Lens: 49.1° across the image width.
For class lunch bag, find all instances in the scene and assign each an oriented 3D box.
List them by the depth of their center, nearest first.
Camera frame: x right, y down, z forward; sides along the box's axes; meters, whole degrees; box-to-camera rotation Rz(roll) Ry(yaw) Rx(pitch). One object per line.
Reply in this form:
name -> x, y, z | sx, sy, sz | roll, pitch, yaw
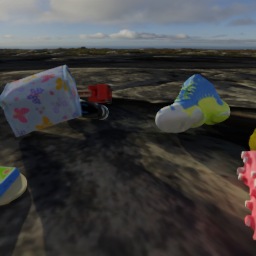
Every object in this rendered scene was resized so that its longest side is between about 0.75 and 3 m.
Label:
lunch bag -> -2.438, -0.913, 8.191 | 1.916, 1.437, 2.260 | -19, 30, -6

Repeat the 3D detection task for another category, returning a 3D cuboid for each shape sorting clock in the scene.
shape sorting clock -> -2.567, 1.000, 4.768 | 1.589, 0.312, 1.589 | 3, 14, -1

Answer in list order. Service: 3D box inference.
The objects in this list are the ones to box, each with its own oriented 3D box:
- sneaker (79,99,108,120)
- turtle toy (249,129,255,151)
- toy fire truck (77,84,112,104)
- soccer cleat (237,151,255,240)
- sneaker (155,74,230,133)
sneaker -> -1.580, -0.657, 8.985 | 1.737, 0.635, 0.972 | 6, -2, 15
turtle toy -> 3.472, -0.118, 5.791 | 1.835, 1.273, 2.518 | -4, 4, 29
toy fire truck -> -1.542, -1.284, 10.458 | 1.761, 0.609, 2.497 | 1, 2, 1
soccer cleat -> 2.245, 0.971, 4.223 | 0.909, 0.793, 2.377 | 10, 17, 12
sneaker -> 1.697, -0.749, 8.056 | 2.866, 1.505, 1.085 | -5, -23, -41
